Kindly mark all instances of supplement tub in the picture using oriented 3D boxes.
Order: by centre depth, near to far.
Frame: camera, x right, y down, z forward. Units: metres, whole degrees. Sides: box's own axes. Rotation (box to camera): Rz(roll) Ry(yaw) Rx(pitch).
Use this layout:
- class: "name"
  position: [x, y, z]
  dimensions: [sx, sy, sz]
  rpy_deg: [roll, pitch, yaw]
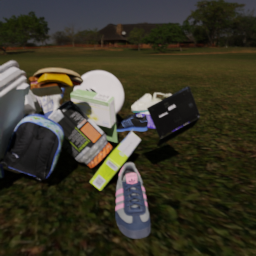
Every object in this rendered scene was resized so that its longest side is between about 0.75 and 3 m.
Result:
- class: "supplement tub"
  position: [-1.652, 0.247, 9.417]
  dimensions: [1.324, 2.161, 1.324]
  rpy_deg: [-43, 5, 5]
- class: "supplement tub"
  position: [-1.390, -1.253, 12.757]
  dimensions: [2.114, 2.114, 2.916]
  rpy_deg: [-3, -3, -8]

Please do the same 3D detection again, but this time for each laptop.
- class: "laptop"
  position: [1.221, -0.264, 7.747]
  dimensions: [1.299, 1.466, 0.757]
  rpy_deg: [-29, 21, -9]

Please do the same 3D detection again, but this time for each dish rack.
- class: "dish rack"
  position: [-3.352, -0.012, 7.151]
  dimensions: [0.636, 2.920, 2.506]
  rpy_deg: [24, 38, 1]

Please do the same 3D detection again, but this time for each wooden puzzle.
- class: "wooden puzzle"
  position: [-3.856, 0.889, 10.254]
  dimensions: [2.621, 0.488, 2.424]
  rpy_deg: [5, 23, 28]

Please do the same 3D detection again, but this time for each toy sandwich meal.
- class: "toy sandwich meal"
  position: [-1.995, -1.202, 7.785]
  dimensions: [1.513, 0.518, 1.513]
  rpy_deg: [0, -10, 0]

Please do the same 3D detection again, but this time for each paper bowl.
- class: "paper bowl"
  position: [-5.011, -1.200, 14.137]
  dimensions: [1.203, 1.203, 0.626]
  rpy_deg: [14, 22, 34]

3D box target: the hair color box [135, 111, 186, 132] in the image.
- class: "hair color box"
  position: [1.693, -0.436, 13.773]
  dimensions: [2.391, 0.775, 1.307]
  rpy_deg: [12, 23, 27]

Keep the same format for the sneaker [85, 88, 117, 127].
- class: "sneaker"
  position: [-1.148, -0.745, 10.806]
  dimensions: [0.723, 1.928, 1.113]
  rpy_deg: [-36, 22, -10]

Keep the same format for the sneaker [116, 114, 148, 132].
- class: "sneaker"
  position: [-0.039, -0.276, 13.292]
  dimensions: [1.955, 0.762, 0.686]
  rpy_deg: [-1, 20, -3]

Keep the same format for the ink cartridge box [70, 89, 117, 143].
- class: "ink cartridge box"
  position: [-1.185, -0.293, 10.062]
  dimensions: [1.517, 2.085, 0.500]
  rpy_deg: [14, 40, 20]

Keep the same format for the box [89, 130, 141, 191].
- class: "box"
  position: [-0.324, 0.953, 8.794]
  dimensions: [0.481, 1.231, 2.019]
  rpy_deg: [39, 32, 3]

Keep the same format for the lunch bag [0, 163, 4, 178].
- class: "lunch bag"
  position: [-4.642, 0.875, 8.166]
  dimensions: [1.098, 1.723, 1.465]
  rpy_deg: [2, 14, 22]

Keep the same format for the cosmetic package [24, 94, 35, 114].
- class: "cosmetic package"
  position: [-4.570, -1.027, 12.022]
  dimensions: [0.820, 0.686, 0.682]
  rpy_deg: [-23, -23, 2]

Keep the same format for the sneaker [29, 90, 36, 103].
- class: "sneaker"
  position: [-5.660, -1.535, 12.928]
  dimensions: [2.573, 1.345, 0.968]
  rpy_deg: [28, 29, -38]

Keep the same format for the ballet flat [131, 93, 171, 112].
- class: "ballet flat"
  position: [1.219, -1.335, 14.184]
  dimensions: [2.608, 0.936, 0.936]
  rpy_deg: [-9, 21, -32]

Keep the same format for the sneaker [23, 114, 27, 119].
- class: "sneaker"
  position: [-5.773, -0.304, 12.906]
  dimensions: [1.081, 1.063, 2.808]
  rpy_deg: [-15, 0, 23]

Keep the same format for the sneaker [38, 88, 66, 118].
- class: "sneaker"
  position: [-3.297, -1.111, 11.740]
  dimensions: [1.044, 2.368, 0.891]
  rpy_deg: [16, 20, -9]

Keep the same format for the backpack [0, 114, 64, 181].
- class: "backpack"
  position: [-2.528, 0.432, 7.781]
  dimensions: [1.409, 1.540, 1.131]
  rpy_deg: [24, 20, -8]

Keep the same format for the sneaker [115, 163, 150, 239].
- class: "sneaker"
  position: [0.055, 1.729, 7.112]
  dimensions: [0.838, 0.979, 2.388]
  rpy_deg: [-1, 19, -9]
